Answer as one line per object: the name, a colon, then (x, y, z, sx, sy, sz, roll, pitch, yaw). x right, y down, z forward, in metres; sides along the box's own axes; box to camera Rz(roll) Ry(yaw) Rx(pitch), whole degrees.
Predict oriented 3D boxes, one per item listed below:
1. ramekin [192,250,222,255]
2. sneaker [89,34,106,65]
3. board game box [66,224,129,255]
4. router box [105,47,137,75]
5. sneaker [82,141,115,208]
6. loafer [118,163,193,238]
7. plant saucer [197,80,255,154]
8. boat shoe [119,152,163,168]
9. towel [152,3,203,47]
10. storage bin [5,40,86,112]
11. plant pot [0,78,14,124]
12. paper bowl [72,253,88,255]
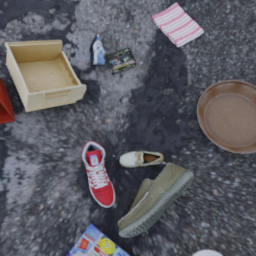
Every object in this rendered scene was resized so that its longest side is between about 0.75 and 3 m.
ramekin: (2.267, 4.224, 8.026, 1.367, 0.637, 1.367, 0, 69, 0)
sneaker: (-1.204, -3.072, 11.110, 0.554, 0.545, 1.438, 9, 64, -23)
board game box: (-0.657, 4.264, 8.118, 2.478, 0.427, 1.677, 36, 72, 13)
router box: (-0.288, -2.613, 10.952, 1.048, 0.325, 0.785, -22, 70, -8)
sneaker: (-0.948, 1.428, 8.837, 0.749, 1.182, 2.102, -18, 69, -15)
loafer: (0.734, 2.198, 8.734, 2.904, 1.092, 1.012, -39, 59, -16)
plant saucer: (3.805, -0.367, 9.952, 2.806, 0.513, 2.806, 0, 67, 0)
boat shoe: (0.426, 1.014, 9.364, 1.478, 0.505, 0.552, -7, 74, 3)
towel: (2.055, -4.291, 11.661, 1.358, 0.278, 1.856, -33, 72, -12)
storage bin: (-2.896, -1.906, 9.923, 2.198, 1.037, 2.214, -16, 66, -34)
plant pot: (-5.160, -1.209, 9.671, 1.848, 1.847, 1.629, -10, 61, -4)
paper bowl: (-1.348, 3.916, 7.666, 0.897, 0.466, 0.897, 7, 75, -27)
